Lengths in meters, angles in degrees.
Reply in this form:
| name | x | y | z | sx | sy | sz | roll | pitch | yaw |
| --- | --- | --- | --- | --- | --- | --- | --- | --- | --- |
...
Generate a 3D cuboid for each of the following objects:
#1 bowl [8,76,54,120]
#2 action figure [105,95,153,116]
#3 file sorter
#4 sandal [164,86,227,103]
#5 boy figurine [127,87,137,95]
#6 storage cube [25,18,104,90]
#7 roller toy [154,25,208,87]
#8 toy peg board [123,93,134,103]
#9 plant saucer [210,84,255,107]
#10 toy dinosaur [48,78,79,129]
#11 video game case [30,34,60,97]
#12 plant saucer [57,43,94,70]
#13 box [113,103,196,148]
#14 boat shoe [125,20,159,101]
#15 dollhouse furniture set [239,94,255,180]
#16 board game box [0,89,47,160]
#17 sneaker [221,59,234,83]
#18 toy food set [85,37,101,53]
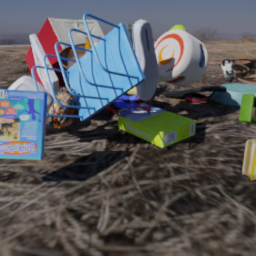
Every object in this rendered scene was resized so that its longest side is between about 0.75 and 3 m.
| name | x | y | z | sx | sy | sz | roll | pitch | yaw |
| --- | --- | --- | --- | --- | --- | --- | --- | --- | --- |
| bowl | -2.897 | -0.657 | 7.890 | 1.380 | 1.378 | 0.515 | 44 | -1 | -1 |
| action figure | -0.313 | -0.786 | 8.321 | 2.003 | 0.518 | 0.655 | 12 | 63 | 1 |
| file sorter | -0.932 | -1.189 | 5.965 | 2.006 | 1.392 | 1.231 | -30 | -17 | 35 |
| sandal | 2.834 | -1.376 | 11.866 | 2.792 | 0.629 | 1.049 | -2 | 9 | 40 |
| boy figurine | 0.513 | -1.860 | 9.009 | 0.724 | 1.397 | 2.247 | 9 | 42 | 16 |
| storage cube | -2.116 | -2.431 | 10.601 | 2.225 | 2.603 | 2.340 | -17 | -13 | -44 |
| roller toy | 1.590 | -2.106 | 8.783 | 1.220 | 1.746 | 1.593 | 12 | 34 | -43 |
| toy peg board | -0.173 | -2.279 | 12.187 | 0.970 | 1.984 | 1.976 | -6 | 21 | 19 |
| plant saucer | 4.979 | -1.506 | 12.158 | 2.776 | 0.499 | 2.776 | 0 | 21 | 0 |
| toy dinosaur | -1.703 | -0.554 | 7.546 | 2.168 | 1.107 | 1.471 | -11 | 34 | 54 |
| video game case | -2.593 | -1.657 | 8.911 | 0.230 | 1.943 | 1.768 | -23 | 72 | -19 |
| plant saucer | -1.134 | -2.068 | 8.707 | 2.062 | 0.377 | 2.062 | 3 | 39 | -3 |
| box | 0.714 | -0.151 | 8.425 | 1.366 | 0.534 | 2.241 | -18 | 27 | -34 |
| boat shoe | 0.320 | -1.830 | 7.716 | 0.779 | 2.161 | 0.766 | -26 | 31 | -39 |
| dollhouse furniture set | 2.814 | 0.264 | 5.450 | 1.119 | 1.708 | 0.857 | 7 | -2 | 40 |
| board game box | -2.027 | -0.056 | 5.162 | 0.963 | 1.266 | 0.285 | 4 | -4 | -7 |
| sneaker | 2.986 | -1.702 | 8.419 | 0.312 | 0.425 | 0.939 | -7 | 45 | 12 |
| toy food set | -0.808 | -2.524 | 8.489 | 0.700 | 0.659 | 1.465 | -11 | 11 | -24 |
